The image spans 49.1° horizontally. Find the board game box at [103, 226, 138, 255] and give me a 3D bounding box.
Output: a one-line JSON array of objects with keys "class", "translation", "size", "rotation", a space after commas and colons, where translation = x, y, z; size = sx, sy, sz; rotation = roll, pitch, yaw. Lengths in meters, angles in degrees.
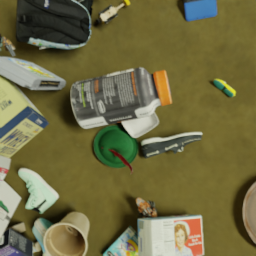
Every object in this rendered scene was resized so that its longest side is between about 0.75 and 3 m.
[{"class": "board game box", "translation": [-0.046, 3.891, 8.835], "size": [0.915, 0.284, 1.212], "rotation": [43, 92, 12]}]

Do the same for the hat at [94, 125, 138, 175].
[{"class": "hat", "translation": [-0.264, 0.480, 8.850], "size": [1.753, 1.543, 1.452], "rotation": [36, 73, 6]}]

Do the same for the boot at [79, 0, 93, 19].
[{"class": "boot", "translation": [-2.287, -4.258, 10.196], "size": [1.915, 0.865, 2.337], "rotation": [5, 80, -4]}]

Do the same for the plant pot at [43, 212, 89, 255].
[{"class": "plant pot", "translation": [-1.619, 3.004, 8.001], "size": [1.202, 1.101, 1.202], "rotation": [1, 100, 6]}]

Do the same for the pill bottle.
[{"class": "pill bottle", "translation": [-0.164, -0.970, 8.738], "size": [2.933, 1.558, 1.558], "rotation": [-11, 80, 10]}]

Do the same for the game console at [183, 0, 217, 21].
[{"class": "game console", "translation": [2.638, -4.702, 10.601], "size": [1.223, 0.723, 1.044], "rotation": [-11, 49, -2]}]

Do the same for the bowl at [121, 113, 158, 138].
[{"class": "bowl", "translation": [0.330, -0.310, 9.642], "size": [1.149, 0.430, 1.151], "rotation": [-31, 82, -7]}]

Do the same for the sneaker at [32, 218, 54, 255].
[{"class": "sneaker", "translation": [-2.382, 4.407, 8.430], "size": [1.951, 1.188, 2.988], "rotation": [-40, 81, -8]}]

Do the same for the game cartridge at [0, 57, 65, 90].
[{"class": "game cartridge", "translation": [-3.134, -1.724, 8.955], "size": [1.567, 2.351, 0.476], "rotation": [25, 101, 5]}]

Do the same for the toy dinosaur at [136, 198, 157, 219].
[{"class": "toy dinosaur", "translation": [0.640, 2.759, 8.851], "size": [0.657, 0.872, 1.285], "rotation": [-16, 87, -3]}]

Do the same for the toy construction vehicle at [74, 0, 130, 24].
[{"class": "toy construction vehicle", "translation": [-0.971, -4.597, 10.023], "size": [1.797, 0.633, 1.565], "rotation": [-43, 108, -15]}]

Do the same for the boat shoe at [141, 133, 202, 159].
[{"class": "boat shoe", "translation": [1.476, 0.585, 9.363], "size": [2.059, 0.779, 0.621], "rotation": [-12, 79, 10]}]

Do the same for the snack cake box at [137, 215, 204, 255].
[{"class": "snack cake box", "translation": [1.293, 3.257, 8.346], "size": [2.050, 0.689, 1.179], "rotation": [8, 73, -34]}]

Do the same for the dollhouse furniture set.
[{"class": "dollhouse furniture set", "translation": [-3.472, 3.829, 8.602], "size": [1.412, 1.000, 1.537], "rotation": [-19, 79, -2]}]

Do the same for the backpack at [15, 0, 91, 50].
[{"class": "backpack", "translation": [-2.394, -3.470, 9.172], "size": [2.382, 1.832, 1.943], "rotation": [1, 91, -23]}]

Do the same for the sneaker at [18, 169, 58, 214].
[{"class": "sneaker", "translation": [-3.032, 1.990, 8.763], "size": [1.530, 0.563, 0.902], "rotation": [40, 48, -1]}]

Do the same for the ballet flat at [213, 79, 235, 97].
[{"class": "ballet flat", "translation": [3.435, -1.453, 9.959], "size": [0.912, 0.305, 0.306], "rotation": [41, 61, 4]}]

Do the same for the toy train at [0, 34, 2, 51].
[{"class": "toy train", "translation": [-4.866, -3.085, 10.224], "size": [0.445, 0.333, 0.781], "rotation": [6, 82, 14]}]

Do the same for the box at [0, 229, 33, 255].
[{"class": "box", "translation": [-3.401, 3.525, 8.112], "size": [0.797, 1.077, 0.562], "rotation": [-30, 40, 5]}]

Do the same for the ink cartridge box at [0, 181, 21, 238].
[{"class": "ink cartridge box", "translation": [-4.355, 2.801, 7.750], "size": [1.874, 2.566, 1.082], "rotation": [-33, 110, 10]}]

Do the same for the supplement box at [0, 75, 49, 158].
[{"class": "supplement box", "translation": [-4.544, -0.405, 8.989], "size": [2.612, 1.754, 2.610], "rotation": [-42, 82, -7]}]

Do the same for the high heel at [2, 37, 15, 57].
[{"class": "high heel", "translation": [-3.892, -2.739, 8.969], "size": [0.319, 0.636, 0.892], "rotation": [-30, 47, -14]}]

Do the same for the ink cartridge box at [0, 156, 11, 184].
[{"class": "ink cartridge box", "translation": [-3.839, 1.241, 8.085], "size": [0.554, 0.551, 0.762], "rotation": [24, 113, -28]}]

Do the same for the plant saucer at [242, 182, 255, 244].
[{"class": "plant saucer", "translation": [4.949, 2.802, 9.105], "size": [2.594, 0.416, 2.594], "rotation": [0, 80, 0]}]
